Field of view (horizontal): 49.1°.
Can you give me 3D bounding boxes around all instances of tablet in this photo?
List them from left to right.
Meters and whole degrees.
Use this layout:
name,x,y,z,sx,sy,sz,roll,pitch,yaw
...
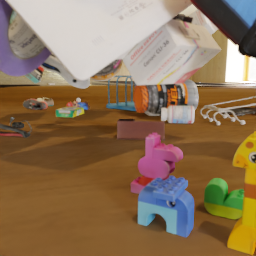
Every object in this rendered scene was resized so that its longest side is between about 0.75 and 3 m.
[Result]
name,x,y,z,sx,sy,sz,roll,pitch,yaw
tablet,-0.278,-2.242,4.491,2.985,1.943,0.204,-41,0,-23

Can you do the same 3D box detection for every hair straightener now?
name,x,y,z,sx,sy,sz,roll,pitch,yaw
hair straightener,-3.020,-0.026,7.275,1.327,0.511,0.272,6,10,27

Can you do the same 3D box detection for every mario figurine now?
name,x,y,z,sx,sy,sz,roll,pitch,yaw
mario figurine,-2.229,-1.046,12.583,1.100,0.583,0.679,-7,13,-41

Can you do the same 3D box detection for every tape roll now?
name,x,y,z,sx,sy,sz,roll,pitch,yaw
tape roll,-2.137,-2.269,5.376,1.006,2.367,2.367,29,16,7

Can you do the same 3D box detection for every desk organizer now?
name,x,y,z,sx,sy,sz,roll,pitch,yaw
desk organizer,0.327,0.031,7.101,1.199,0.462,0.430,1,11,5

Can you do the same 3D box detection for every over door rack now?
name,x,y,z,sx,sy,sz,roll,pitch,yaw
over door rack,3.821,-0.687,9.629,2.276,0.758,1.681,-21,10,2

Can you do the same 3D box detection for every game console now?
name,x,y,z,sx,sy,sz,roll,pitch,yaw
game console,2.506,-2.353,4.067,2.155,2.501,1.484,30,1,32

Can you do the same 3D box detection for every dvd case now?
name,x,y,z,sx,sy,sz,roll,pitch,yaw
dvd case,-3.458,-2.867,9.481,0.265,2.407,1.757,-22,-44,30

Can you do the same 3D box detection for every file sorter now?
name,x,y,z,sx,sy,sz,roll,pitch,yaw
file sorter,0.465,-1.683,13.293,2.557,1.569,1.774,10,14,44

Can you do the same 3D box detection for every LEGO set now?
name,x,y,z,sx,sy,sz,roll,pitch,yaw
LEGO set,1.047,0.512,2.833,2.651,1.088,1.011,6,13,29

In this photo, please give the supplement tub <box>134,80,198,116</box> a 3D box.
name,x,y,z,sx,sy,sz,roll,pitch,yaw
supplement tub,1.470,-1.201,11.122,2.305,1.412,1.412,-4,11,-17

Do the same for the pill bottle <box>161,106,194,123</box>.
name,x,y,z,sx,sy,sz,roll,pitch,yaw
pill bottle,1.644,-0.444,9.334,1.062,0.578,0.578,1,11,9

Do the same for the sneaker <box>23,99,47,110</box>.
name,x,y,z,sx,sy,sz,roll,pitch,yaw
sneaker,-4.434,-1.081,13.101,1.262,0.486,0.517,2,17,17

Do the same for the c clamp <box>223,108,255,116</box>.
name,x,y,z,sx,sy,sz,roll,pitch,yaw
c clamp,4.852,-0.680,11.678,1.866,0.253,1.594,-12,11,-42

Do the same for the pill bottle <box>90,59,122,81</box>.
name,x,y,z,sx,sy,sz,roll,pitch,yaw
pill bottle,-1.111,-3.061,10.180,1.745,1.745,2.999,0,-15,0

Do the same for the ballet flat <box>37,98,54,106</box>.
name,x,y,z,sx,sy,sz,roll,pitch,yaw
ballet flat,-4.388,-1.313,14.281,0.471,0.465,1.382,6,12,29

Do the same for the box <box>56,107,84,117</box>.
name,x,y,z,sx,sy,sz,roll,pitch,yaw
box,-2.283,-0.659,11.258,0.747,0.308,1.273,2,9,11

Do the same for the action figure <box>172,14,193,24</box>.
name,x,y,z,sx,sy,sz,roll,pitch,yaw
action figure,0.762,-2.775,6.918,1.585,0.550,1.031,33,37,11

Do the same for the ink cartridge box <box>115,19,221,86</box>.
name,x,y,z,sx,sy,sz,roll,pitch,yaw
ink cartridge box,0.787,-1.511,5.771,2.138,0.721,1.245,-11,-23,-44

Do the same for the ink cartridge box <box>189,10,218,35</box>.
name,x,y,z,sx,sy,sz,roll,pitch,yaw
ink cartridge box,2.494,-3.680,10.322,1.703,0.988,0.578,-32,-40,31

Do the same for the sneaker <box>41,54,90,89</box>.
name,x,y,z,sx,sy,sz,roll,pitch,yaw
sneaker,-1.736,-1.761,8.008,1.509,0.551,0.844,29,28,-21
